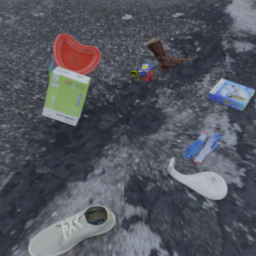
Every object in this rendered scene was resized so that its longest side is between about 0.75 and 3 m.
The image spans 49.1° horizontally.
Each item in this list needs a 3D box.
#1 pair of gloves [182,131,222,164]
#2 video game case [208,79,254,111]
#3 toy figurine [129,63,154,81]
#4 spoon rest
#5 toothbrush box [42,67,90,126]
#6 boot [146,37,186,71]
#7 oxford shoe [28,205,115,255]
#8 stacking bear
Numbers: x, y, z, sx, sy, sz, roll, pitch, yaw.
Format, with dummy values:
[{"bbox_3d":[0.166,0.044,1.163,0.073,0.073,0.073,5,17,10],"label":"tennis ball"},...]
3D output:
[{"bbox_3d":[2.115,0.544,8.057,1.067,0.151,1.327,-51,14,-7],"label":"pair of gloves"},{"bbox_3d":[4.164,-1.368,11.302,1.429,0.325,1.296,25,48,26],"label":"video game case"},{"bbox_3d":[0.525,-1.828,8.922,0.852,0.449,0.510,5,59,42],"label":"toy figurine"},{"bbox_3d":[1.971,1.471,8.042,1.783,0.540,0.886,24,47,7],"label":"spoon rest"},{"bbox_3d":[-1.920,-0.971,8.715,1.091,1.498,0.645,18,26,-5],"label":"toothbrush box"},{"bbox_3d":[1.429,-2.908,10.679,1.248,1.339,0.430,-10,32,41],"label":"boot"},{"bbox_3d":[-1.341,2.436,6.769,2.153,0.622,0.809,-18,47,-16],"label":"oxford shoe"},{"bbox_3d":[-2.208,-1.880,10.189,1.553,2.558,1.454,22,63,-16],"label":"stacking bear"}]
